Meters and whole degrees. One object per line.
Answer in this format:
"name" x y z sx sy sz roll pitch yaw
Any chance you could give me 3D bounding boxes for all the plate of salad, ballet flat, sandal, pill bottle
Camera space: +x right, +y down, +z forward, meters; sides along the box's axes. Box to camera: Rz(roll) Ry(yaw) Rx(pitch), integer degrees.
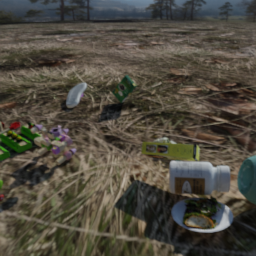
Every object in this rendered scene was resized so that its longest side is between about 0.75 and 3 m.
"plate of salad" 1.632 1.853 6.247 1.330 0.319 1.330 -5 16 1
"ballet flat" 1.271 0.557 8.860 0.467 0.467 1.344 -18 32 -31
"sandal" -2.373 -1.421 12.837 0.780 0.471 1.918 -7 37 19
"pill bottle" 1.724 1.232 6.853 1.400 0.800 0.800 0 26 12

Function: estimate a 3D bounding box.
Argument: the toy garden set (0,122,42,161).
"toy garden set" -4.417 0.259 9.316 2.325 0.557 2.789 22 34 36

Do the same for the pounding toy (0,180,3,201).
"pounding toy" -3.361 1.624 6.679 0.757 0.455 0.981 -32 -10 1

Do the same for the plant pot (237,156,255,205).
"plant pot" 3.172 1.213 6.366 1.080 1.346 1.346 11 27 0

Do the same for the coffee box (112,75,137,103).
"coffee box" -0.173 -1.714 12.438 0.688 1.119 0.246 48 36 10

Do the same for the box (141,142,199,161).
"box" 1.137 0.638 7.552 1.474 0.369 0.555 1 -15 23

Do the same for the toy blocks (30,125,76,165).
"toy blocks" -2.147 0.274 8.499 1.140 1.220 1.027 20 42 32
